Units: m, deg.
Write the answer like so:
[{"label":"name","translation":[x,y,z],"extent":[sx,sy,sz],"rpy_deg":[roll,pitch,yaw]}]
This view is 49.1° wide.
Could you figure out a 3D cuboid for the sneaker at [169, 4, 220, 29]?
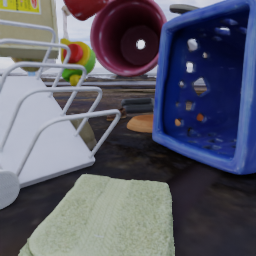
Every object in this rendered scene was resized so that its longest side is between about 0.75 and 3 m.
[{"label":"sneaker","translation":[1.999,-3.164,8.511],"extent":[1.707,0.907,0.638],"rpy_deg":[15,31,1]}]

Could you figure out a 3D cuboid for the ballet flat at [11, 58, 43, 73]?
[{"label":"ballet flat","translation":[-2.923,-2.713,7.046],"extent":[0.946,2.677,0.946],"rpy_deg":[-20,0,0]}]

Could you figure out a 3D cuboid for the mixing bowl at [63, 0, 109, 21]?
[{"label":"mixing bowl","translation":[-0.792,-2.964,5.856],"extent":[0.705,1.301,1.301],"rpy_deg":[1,10,25]}]

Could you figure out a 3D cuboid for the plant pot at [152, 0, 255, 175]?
[{"label":"plant pot","translation":[2.380,-0.819,5.914],"extent":[2.603,2.895,2.895],"rpy_deg":[1,8,-24]}]

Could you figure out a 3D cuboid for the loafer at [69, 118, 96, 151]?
[{"label":"loafer","translation":[-1.982,0.038,6.336],"extent":[2.645,0.892,1.005],"rpy_deg":[2,11,10]}]

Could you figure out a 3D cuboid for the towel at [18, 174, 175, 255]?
[{"label":"towel","translation":[-0.168,0.961,3.043],"extent":[1.374,0.338,1.851],"rpy_deg":[3,11,8]}]

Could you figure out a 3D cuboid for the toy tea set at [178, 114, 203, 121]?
[{"label":"toy tea set","translation":[2.159,-0.545,10.201],"extent":[1.570,0.581,0.934],"rpy_deg":[-9,14,-40]}]

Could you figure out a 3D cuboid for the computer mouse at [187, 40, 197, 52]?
[{"label":"computer mouse","translation":[2.270,-3.191,10.525],"extent":[2.539,0.557,1.392],"rpy_deg":[12,14,-4]}]

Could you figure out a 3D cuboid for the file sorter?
[{"label":"file sorter","translation":[-1.514,-0.510,4.701],"extent":[1.621,1.455,2.336],"rpy_deg":[-12,56,-48]}]

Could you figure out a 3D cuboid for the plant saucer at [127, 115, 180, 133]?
[{"label":"plant saucer","translation":[0.836,-0.169,8.961],"extent":[1.737,0.325,1.737],"rpy_deg":[1,11,0]}]

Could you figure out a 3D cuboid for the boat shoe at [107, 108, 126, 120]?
[{"label":"boat shoe","translation":[-0.453,-0.535,10.664],"extent":[0.405,0.404,1.150],"rpy_deg":[7,14,25]}]

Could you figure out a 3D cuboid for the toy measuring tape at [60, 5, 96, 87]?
[{"label":"toy measuring tape","translation":[-1.512,-2.552,8.492],"extent":[1.039,2.823,1.039],"rpy_deg":[-5,-18,-1]}]

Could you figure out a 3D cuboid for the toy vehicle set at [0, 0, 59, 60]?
[{"label":"toy vehicle set","translation":[-2.572,-2.880,6.440],"extent":[1.706,2.745,0.364],"rpy_deg":[-2,-19,-21]}]

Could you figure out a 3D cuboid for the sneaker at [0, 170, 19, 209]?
[{"label":"sneaker","translation":[-2.401,0.794,3.238],"extent":[1.086,0.692,1.880],"rpy_deg":[5,2,33]}]

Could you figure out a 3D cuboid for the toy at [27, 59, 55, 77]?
[{"label":"toy","translation":[-3.467,-3.192,9.678],"extent":[1.553,2.697,0.637],"rpy_deg":[-18,-9,36]}]

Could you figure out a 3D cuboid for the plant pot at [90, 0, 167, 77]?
[{"label":"plant pot","translation":[0.212,-2.854,9.238],"extent":[2.396,2.396,2.144],"rpy_deg":[2,7,12]}]

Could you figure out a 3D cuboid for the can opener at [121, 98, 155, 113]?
[{"label":"can opener","translation":[0.813,-0.964,12.870],"extent":[2.445,0.652,0.818],"rpy_deg":[-5,-21,-21]}]

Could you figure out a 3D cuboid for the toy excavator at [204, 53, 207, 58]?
[{"label":"toy excavator","translation":[3.333,-2.080,9.737],"extent":[1.297,1.333,0.666],"rpy_deg":[11,32,39]}]
